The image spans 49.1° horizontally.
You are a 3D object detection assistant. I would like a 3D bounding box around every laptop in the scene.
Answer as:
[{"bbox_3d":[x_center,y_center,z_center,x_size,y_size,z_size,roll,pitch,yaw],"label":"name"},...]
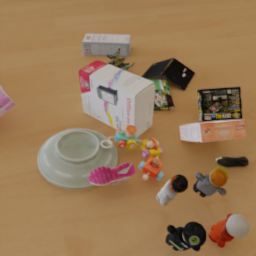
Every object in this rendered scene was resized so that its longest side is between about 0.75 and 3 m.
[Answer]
[{"bbox_3d":[1.911,-2.506,13.509,2.039,1.053,1.807,35,47,1],"label":"laptop"}]

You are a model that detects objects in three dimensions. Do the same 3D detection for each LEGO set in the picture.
[{"bbox_3d":[-0.618,-2.823,13.629,1.670,0.729,2.571,16,56,21],"label":"LEGO set"}]

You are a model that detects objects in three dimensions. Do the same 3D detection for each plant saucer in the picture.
[{"bbox_3d":[-1.605,0.758,9.028,2.589,0.650,2.589,4,42,-4],"label":"plant saucer"}]

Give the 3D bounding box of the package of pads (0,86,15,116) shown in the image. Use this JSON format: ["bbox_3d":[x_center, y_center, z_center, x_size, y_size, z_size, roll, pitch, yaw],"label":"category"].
[{"bbox_3d":[-5.238,-0.744,10.234,1.883,0.713,1.135,-40,64,-8],"label":"package of pads"}]

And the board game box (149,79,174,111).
[{"bbox_3d":[1.281,-1.468,12.175,1.134,0.254,2.165,-3,40,0],"label":"board game box"}]

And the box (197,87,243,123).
[{"bbox_3d":[3.491,-0.880,10.684,1.603,1.280,0.395,-5,2,-1],"label":"box"}]

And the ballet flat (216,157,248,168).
[{"bbox_3d":[3.339,1.069,9.035,1.116,0.371,0.317,5,41,-10],"label":"ballet flat"}]

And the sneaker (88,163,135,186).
[{"bbox_3d":[-0.477,1.431,8.137,1.356,0.598,0.551,-7,61,-12],"label":"sneaker"}]

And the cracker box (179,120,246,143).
[{"bbox_3d":[2.646,0.099,9.115,1.394,0.600,2.081,-5,0,-7],"label":"cracker box"}]

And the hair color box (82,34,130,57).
[{"bbox_3d":[-1.161,-4.592,15.474,2.530,0.767,1.253,3,40,2],"label":"hair color box"}]

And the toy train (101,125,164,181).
[{"bbox_3d":[0.337,0.648,8.896,2.246,0.625,1.687,31,33,16],"label":"toy train"}]

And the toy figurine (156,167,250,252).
[{"bbox_3d":[1.731,1.939,6.745,1.885,1.311,1.856,-1,61,-18],"label":"toy figurine"}]

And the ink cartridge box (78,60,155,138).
[{"bbox_3d":[-0.457,-1.081,10.345,2.689,1.984,1.151,28,48,30],"label":"ink cartridge box"}]
